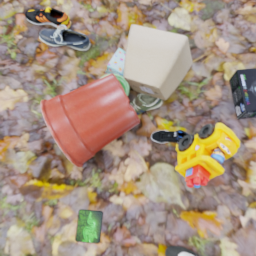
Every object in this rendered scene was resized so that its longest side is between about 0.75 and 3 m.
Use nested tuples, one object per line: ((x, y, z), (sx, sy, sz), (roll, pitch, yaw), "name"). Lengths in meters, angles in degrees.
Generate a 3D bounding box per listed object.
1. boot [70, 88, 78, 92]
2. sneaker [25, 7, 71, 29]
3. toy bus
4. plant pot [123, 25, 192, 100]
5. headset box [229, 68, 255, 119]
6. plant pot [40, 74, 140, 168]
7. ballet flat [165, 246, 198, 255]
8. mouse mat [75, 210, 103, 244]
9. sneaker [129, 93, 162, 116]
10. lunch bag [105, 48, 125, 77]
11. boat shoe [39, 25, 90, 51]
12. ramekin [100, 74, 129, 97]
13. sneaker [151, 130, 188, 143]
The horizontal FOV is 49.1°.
((-2.322, -1.049, 11.493), (1.705, 0.595, 1.122), (-4, 70, -12), "boot")
((-3.617, -5.042, 12.405), (2.141, 0.963, 0.749), (15, 74, 4), "sneaker")
((2.655, 1.117, 9.607), (1.430, 2.108, 2.024), (40, 41, -17), "toy bus")
((0.946, -2.210, 10.201), (2.079, 2.077, 1.841), (21, 84, 21), "plant pot")
((5.417, -1.422, 11.332), (2.091, 0.970, 1.821), (-4, 74, -1), "headset box")
((-1.187, -0.422, 9.920), (2.653, 2.727, 2.727), (-29, 75, 1), "plant pot")
((2.323, 4.732, 9.627), (2.170, 0.742, 0.738), (25, 75, 7), "ballet flat")
((-1.435, 3.626, 10.326), (0.924, 0.043, 1.148), (4, 74, 1), "mouse mat")
((0.336, -0.905, 11.119), (2.323, 1.043, 0.779), (-26, 71, -7), "sneaker")
((-0.136, -2.525, 11.769), (1.286, 0.784, 1.095), (31, 70, 0), "lunch bag")
((-2.809, -3.949, 12.208), (2.333, 0.721, 0.874), (18, 74, 5), "boat shoe")
((-0.641, -1.454, 11.493), (1.380, 0.674, 1.380), (0, 74, 0), "ramekin")
((1.655, 0.279, 10.900), (1.479, 0.827, 0.540), (4, 73, 1), "sneaker")
